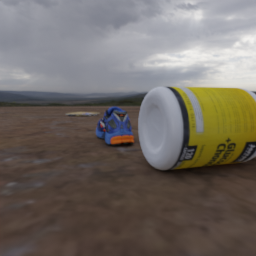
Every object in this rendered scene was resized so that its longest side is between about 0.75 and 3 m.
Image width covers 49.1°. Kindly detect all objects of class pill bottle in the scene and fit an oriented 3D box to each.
[{"bbox_3d":[1.467,-0.028,4.796,2.367,1.326,1.326,-2,6,-21],"label":"pill bottle"}]

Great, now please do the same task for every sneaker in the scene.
[{"bbox_3d":[-0.352,-0.120,7.736,0.896,0.933,2.378,-1,6,-18],"label":"sneaker"}]

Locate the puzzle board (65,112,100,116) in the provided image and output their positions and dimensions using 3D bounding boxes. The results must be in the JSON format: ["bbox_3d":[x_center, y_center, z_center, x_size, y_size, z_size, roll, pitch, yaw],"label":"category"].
[{"bbox_3d":[-3.193,-0.975,20.027,1.704,0.197,2.261,3,7,15],"label":"puzzle board"}]
